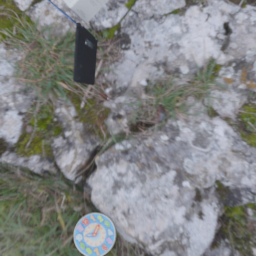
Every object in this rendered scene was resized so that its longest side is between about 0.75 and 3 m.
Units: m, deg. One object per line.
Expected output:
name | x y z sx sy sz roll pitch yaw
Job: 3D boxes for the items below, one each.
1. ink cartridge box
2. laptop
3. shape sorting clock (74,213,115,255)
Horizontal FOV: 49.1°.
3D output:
ink cartridge box | -0.943 -4.961 8.578 2.959 0.995 1.719 -44 68 10
laptop | -1.967 -2.770 9.059 1.497 2.418 2.582 5 97 6
shape sorting clock | -1.152 3.683 9.644 1.432 0.281 1.432 0 73 0
